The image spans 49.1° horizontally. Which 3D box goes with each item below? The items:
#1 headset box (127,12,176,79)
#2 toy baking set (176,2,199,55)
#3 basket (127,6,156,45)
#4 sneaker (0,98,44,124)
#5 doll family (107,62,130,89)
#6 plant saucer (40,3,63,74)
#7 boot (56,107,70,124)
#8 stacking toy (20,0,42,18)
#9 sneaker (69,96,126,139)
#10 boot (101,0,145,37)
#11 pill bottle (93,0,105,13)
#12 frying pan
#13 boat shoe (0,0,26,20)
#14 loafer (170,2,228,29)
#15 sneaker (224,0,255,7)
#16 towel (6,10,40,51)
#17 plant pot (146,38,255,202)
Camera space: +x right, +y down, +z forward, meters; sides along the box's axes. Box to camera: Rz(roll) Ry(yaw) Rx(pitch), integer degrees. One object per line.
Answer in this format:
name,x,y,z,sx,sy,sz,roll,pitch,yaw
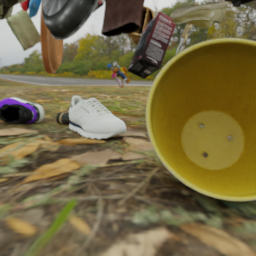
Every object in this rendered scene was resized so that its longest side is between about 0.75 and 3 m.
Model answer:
headset box,0.693,-2.385,8.045,0.637,1.650,1.228,22,-11,-15
toy baking set,2.394,-3.966,11.654,0.274,1.808,2.356,21,-15,3
basket,0.527,-3.796,10.190,0.874,1.225,0.912,6,-14,31
sneaker,-4.059,-0.580,9.609,2.276,0.791,1.132,7,13,31
doll family,-0.178,-1.365,7.141,0.381,0.525,0.845,-35,41,14
plant saucer,-2.551,-3.231,9.619,0.439,2.720,2.720,2,10,-6
boot,-1.668,-0.382,9.592,0.957,0.536,1.383,9,26,19
stacking toy,-3.106,-3.755,7.035,1.964,1.078,1.140,19,-4,-20
sneaker,-0.959,-0.311,7.732,0.927,0.977,2.427,-7,14,-41
boot,-0.400,-3.261,6.635,0.942,2.165,2.603,17,-3,-42
pill bottle,-1.110,-4.110,9.098,0.914,0.530,0.530,-37,14,-2
frying pan,-0.656,-1.974,4.198,0.429,1.593,2.633,17,17,-43
boat shoe,-1.673,-1.568,3.413,0.440,0.488,1.381,-43,28,-25
loafer,1.181,-1.796,4.539,1.106,0.378,0.418,-19,27,-21
sneaker,3.617,-4.034,8.604,0.595,0.851,1.711,46,1,-37
towel,-3.649,-3.460,9.909,0.229,1.255,0.931,8,45,39
plant pot,1.329,0.010,4.083,2.075,2.075,1.473,1,-15,7
